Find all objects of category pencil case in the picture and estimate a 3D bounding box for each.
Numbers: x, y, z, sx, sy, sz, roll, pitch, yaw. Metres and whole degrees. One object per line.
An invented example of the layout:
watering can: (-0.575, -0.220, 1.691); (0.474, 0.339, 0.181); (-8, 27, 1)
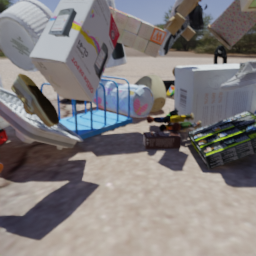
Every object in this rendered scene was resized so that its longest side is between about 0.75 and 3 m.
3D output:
pencil case: (-0.325, -1.301, 11.609); (1.230, 1.342, 2.958); (-29, 33, -33)

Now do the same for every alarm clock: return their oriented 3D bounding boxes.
alarm clock: (-2.310, -1.915, 14.397); (1.794, 0.886, 2.660); (11, 22, 32)

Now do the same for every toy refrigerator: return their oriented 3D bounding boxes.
toy refrigerator: (3.986, -3.310, 6.474); (2.491, 0.872, 0.946); (-2, -10, 0)

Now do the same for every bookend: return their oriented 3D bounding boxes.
bookend: (2.408, -2.209, 15.607); (1.507, 0.699, 1.517); (-1, 18, -2)

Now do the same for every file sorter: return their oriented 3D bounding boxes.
file sorter: (-1.390, -0.833, 9.718); (1.870, 1.653, 2.695); (15, 22, 38)

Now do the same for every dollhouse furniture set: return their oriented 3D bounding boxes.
dollhouse furniture set: (2.446, -2.668, 7.505); (2.387, 2.035, 1.165); (41, 37, -3)

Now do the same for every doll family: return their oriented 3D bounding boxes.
doll family: (1.370, -0.179, 8.963); (1.106, 0.751, 1.913); (-6, -7, -25)

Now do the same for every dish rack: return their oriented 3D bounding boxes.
dish rack: (-2.702, -0.243, 7.526); (2.653, 0.578, 2.277); (34, 4, 24)

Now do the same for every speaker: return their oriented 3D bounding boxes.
speaker: (-0.912, -4.192, 12.307); (1.181, 2.908, 1.181); (-11, 19, 4)

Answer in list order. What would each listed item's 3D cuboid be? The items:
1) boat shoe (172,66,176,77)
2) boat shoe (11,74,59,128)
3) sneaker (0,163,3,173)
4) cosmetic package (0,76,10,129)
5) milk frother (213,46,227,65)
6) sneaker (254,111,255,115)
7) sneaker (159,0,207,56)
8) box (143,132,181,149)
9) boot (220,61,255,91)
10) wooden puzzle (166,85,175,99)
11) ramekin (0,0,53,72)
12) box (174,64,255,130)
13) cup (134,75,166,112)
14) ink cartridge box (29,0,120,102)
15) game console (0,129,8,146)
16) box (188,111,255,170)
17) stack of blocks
boat shoe: (3.700, -2.776, 15.742); (2.537, 0.935, 0.878); (34, 28, 3)
boat shoe: (-1.605, -0.411, 4.799); (1.118, 0.371, 0.414); (52, 16, 15)
sneaker: (-3.349, 0.521, 6.106); (1.522, 1.054, 2.716); (11, 44, 0)
cosmetic package: (-4.479, -0.676, 7.927); (1.389, 1.670, 1.398); (2, 17, 19)
milk frother: (5.099, -2.364, 12.818); (2.574, 2.736, 2.469); (8, 15, 21)
sneaker: (4.213, -0.130, 8.568); (1.424, 0.983, 2.561); (6, 23, -10)
sneaker: (1.871, -3.329, 9.539); (1.214, 2.133, 0.805); (20, 27, -1)
box: (0.961, 0.350, 8.094); (1.025, 0.384, 0.513); (-3, 17, -3)
boot: (3.531, -1.659, 8.737); (1.510, 0.722, 0.555); (-14, -4, -3)
wooden puzzle: (2.281, -1.896, 14.741); (0.147, 0.730, 0.790); (34, -2, -29)
ramekin: (-3.451, -3.070, 9.695); (2.441, 2.441, 1.137); (10, 41, 29)
box: (3.173, -1.199, 10.153); (2.701, 2.057, 1.436); (-5, 18, -17)
cup: (1.018, -1.336, 11.975); (1.536, 1.536, 1.099); (-8, 46, -23)
ink cartridge box: (-0.909, -1.580, 5.343); (0.756, 1.766, 1.303); (9, -23, 20)
game console: (-4.780, 0.534, 7.630); (2.218, 0.389, 2.508); (-3, 17, 1)
box: (2.685, 0.245, 7.331); (1.895, 0.450, 1.830); (-21, 19, 4)
stack of blocks: (-0.328, -3.063, 8.350); (2.671, 0.782, 1.538); (19, 22, -12)
